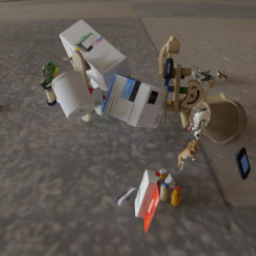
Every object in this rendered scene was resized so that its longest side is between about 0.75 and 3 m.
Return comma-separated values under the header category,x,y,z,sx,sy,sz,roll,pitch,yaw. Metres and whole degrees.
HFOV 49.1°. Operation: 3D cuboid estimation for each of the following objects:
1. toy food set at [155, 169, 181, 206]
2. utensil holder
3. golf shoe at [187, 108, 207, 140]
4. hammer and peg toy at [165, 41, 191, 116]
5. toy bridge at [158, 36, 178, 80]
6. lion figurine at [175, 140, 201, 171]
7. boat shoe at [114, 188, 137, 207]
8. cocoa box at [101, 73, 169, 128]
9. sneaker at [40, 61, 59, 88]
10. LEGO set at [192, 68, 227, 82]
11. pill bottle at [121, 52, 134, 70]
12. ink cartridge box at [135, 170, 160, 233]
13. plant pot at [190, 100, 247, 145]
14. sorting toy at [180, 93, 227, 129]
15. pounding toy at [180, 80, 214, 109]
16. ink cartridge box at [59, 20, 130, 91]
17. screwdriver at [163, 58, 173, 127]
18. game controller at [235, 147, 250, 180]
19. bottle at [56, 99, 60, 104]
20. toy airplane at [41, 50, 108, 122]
category,x,y,z,sx,sy,sz,roll,pitch,yaw
toy food set,1.079,1.598,8.253,0.665,0.627,1.393,-4,33,-6
utensil holder,-1.837,-1.085,9.497,1.109,1.109,1.304,-21,76,-29
golf shoe,1.963,-0.125,7.576,0.395,1.022,0.450,-14,55,-17
hammer and peg toy,1.985,-1.954,11.254,0.981,2.781,2.046,3,9,7
toy bridge,1.678,-3.192,12.390,0.273,2.003,0.673,8,-13,45
lion figurine,1.796,0.837,8.640,0.379,1.047,0.641,32,35,-28
boat shoe,-0.071,1.953,7.999,0.283,0.299,0.854,15,30,34
cocoa box,0.338,-0.961,10.382,1.485,1.509,2.263,24,10,22
sneaker,-2.792,-1.833,9.636,0.441,0.482,1.131,-30,35,38
LEGO set,4.339,-2.740,15.293,2.151,0.610,1.397,8,33,-12
pill bottle,-0.351,-2.937,12.107,1.069,0.640,0.640,34,43,18
ink cartridge box,0.429,1.750,6.724,0.245,1.126,0.978,12,27,-7
plant pot,2.647,-0.264,8.629,1.253,1.444,1.444,11,25,-30
sorting toy,3.218,-0.916,12.025,1.975,0.355,2.651,-17,29,15
pounding toy,2.379,-1.229,10.098,0.753,1.317,0.756,32,28,-12
ink cartridge box,-1.284,-2.681,11.561,1.234,2.129,2.940,-39,65,-13
screwdriver,1.303,-1.308,9.861,0.387,0.371,2.663,19,68,-18
game controller,3.240,1.007,7.869,0.493,0.946,0.199,-39,31,-23
bottle,-2.977,-1.213,12.956,0.927,0.303,0.387,26,41,35
toy airplane,-1.765,-1.518,10.657,2.506,2.495,1.768,-29,28,39
